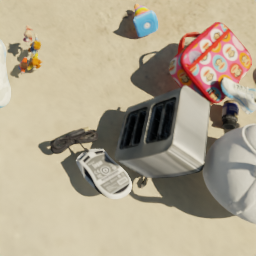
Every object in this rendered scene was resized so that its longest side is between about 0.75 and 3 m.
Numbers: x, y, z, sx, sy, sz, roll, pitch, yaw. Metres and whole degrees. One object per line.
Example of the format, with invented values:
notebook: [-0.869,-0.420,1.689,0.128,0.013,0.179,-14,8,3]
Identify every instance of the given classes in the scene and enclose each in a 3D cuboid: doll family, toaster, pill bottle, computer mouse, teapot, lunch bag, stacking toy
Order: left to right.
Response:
doll family: [-3.052,-2.450,9.002,0.700,0.965,1.554,6,98,-26]
computer mouse: [-0.918,1.023,7.570,1.384,0.554,2.524,-24,56,-32]
stacking toy: [0.487,-4.004,9.979,0.794,0.840,1.447,-22,51,5]
toaster: [0.870,0.239,7.174,1.332,2.029,2.244,32,59,-33]
lunch bag: [2.437,-2.032,8.539,2.135,0.993,2.424,48,66,-7]
pill bottle: [3.088,-0.394,8.483,0.461,0.461,0.825,12,65,6]
teapot: [3.174,0.831,6.614,2.630,1.946,2.665,5,39,-15]

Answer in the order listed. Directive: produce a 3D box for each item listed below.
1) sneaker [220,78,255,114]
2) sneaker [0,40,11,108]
sneaker: [3.153,-0.990,7.713,1.403,0.608,0.526,34,53,-15]
sneaker: [-4.231,-1.759,8.714,0.884,0.933,2.310,-8,83,-10]
